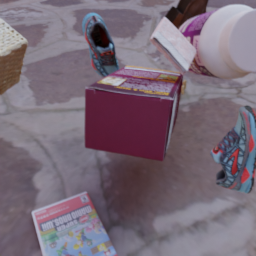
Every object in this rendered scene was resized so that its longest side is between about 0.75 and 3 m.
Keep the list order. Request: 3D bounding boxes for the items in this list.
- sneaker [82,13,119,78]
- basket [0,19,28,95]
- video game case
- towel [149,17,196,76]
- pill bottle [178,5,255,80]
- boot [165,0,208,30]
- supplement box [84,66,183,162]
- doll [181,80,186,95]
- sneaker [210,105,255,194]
[{"bbox_3d":[-0.736,-2.129,7.870,0.790,1.993,0.952,-26,33,-5],"label":"sneaker"},{"bbox_3d":[-3.821,-1.744,7.228,1.494,1.841,1.857,37,48,-1],"label":"basket"},{"bbox_3d":[-1.236,2.363,6.185,1.384,0.169,1.935,-17,41,-21],"label":"video game case"},{"bbox_3d":[0.983,-1.751,5.926,1.058,0.171,1.011,42,46,-15],"label":"towel"},{"bbox_3d":[2.335,-2.084,6.982,1.672,1.672,2.978,-6,15,-7],"label":"pill bottle"},{"bbox_3d":[2.704,-3.698,9.100,2.588,2.412,0.831,13,47,-40],"label":"boot"},{"bbox_3d":[0.290,-0.523,6.357,1.616,1.254,2.929,9,22,12],"label":"supplement box"},{"bbox_3d":[1.415,-1.737,11.342,1.803,0.437,1.230,8,46,21],"label":"doll"},{"bbox_3d":[1.613,0.359,4.293,0.683,1.430,0.567,4,20,17],"label":"sneaker"}]
